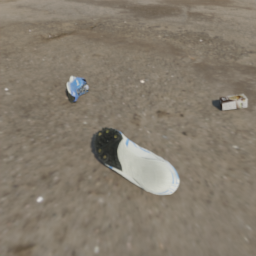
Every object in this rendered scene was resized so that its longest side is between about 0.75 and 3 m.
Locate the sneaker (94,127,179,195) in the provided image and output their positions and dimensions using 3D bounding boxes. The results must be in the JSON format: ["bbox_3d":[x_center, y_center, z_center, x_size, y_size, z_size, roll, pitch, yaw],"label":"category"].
[{"bbox_3d":[0.143,0.952,7.978,2.940,1.066,1.057,33,85,32],"label":"sneaker"}]

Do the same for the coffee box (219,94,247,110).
[{"bbox_3d":[4.140,-1.014,11.057,0.944,0.377,0.534,-7,26,8],"label":"coffee box"}]

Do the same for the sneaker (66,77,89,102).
[{"bbox_3d":[-2.143,-1.716,11.996,0.838,0.738,1.879,-3,35,1],"label":"sneaker"}]
